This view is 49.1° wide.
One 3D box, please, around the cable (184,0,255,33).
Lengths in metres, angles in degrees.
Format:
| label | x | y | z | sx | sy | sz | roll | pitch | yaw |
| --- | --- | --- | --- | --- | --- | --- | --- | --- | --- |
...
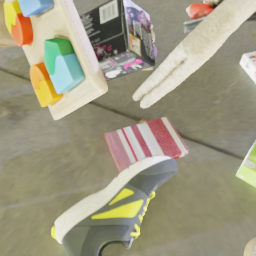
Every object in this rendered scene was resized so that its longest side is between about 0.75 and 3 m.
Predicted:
| label | x | y | z | sx | sy | sz | roll | pitch | yaw |
| --- | --- | --- | --- | --- | --- | --- | --- | --- | --- |
| cable | 1.917 | -2.394 | 5.499 | 1.404 | 0.727 | 2.891 | -26 | 20 | 3 |

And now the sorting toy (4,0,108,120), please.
| label | x | y | z | sx | sy | sz | roll | pitch | yaw |
| --- | --- | --- | --- | --- | --- | --- | --- | --- | --- |
| sorting toy | -1.214 | -1.223 | 3.938 | 0.418 | 2.293 | 2.122 | -25 | 95 | -27 |

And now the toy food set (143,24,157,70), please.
| label | x | y | z | sx | sy | sz | roll | pitch | yaw |
| --- | --- | --- | --- | --- | --- | --- | --- | --- | --- |
| toy food set | 0.204 | -2.703 | 8.881 | 1.397 | 0.346 | 2.198 | -2 | 53 | -1 |

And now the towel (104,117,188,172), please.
| label | x | y | z | sx | sy | sz | roll | pitch | yaw |
| --- | --- | --- | --- | --- | --- | --- | --- | --- | --- |
| towel | 0.418 | 0.385 | 6.686 | 1.697 | 0.193 | 1.223 | -16 | 53 | -14 |

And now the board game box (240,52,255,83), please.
| label | x | y | z | sx | sy | sz | roll | pitch | yaw |
| --- | --- | --- | --- | --- | --- | --- | --- | --- | --- |
| board game box | 4.421 | -1.356 | 7.835 | 1.475 | 0.404 | 2.337 | -13 | 54 | -10 |

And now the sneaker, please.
| label | x | y | z | sx | sy | sz | roll | pitch | yaw |
| --- | --- | --- | --- | --- | --- | --- | --- | --- | --- |
| sneaker | -0.036 | 1.597 | 5.390 | 2.730 | 1.017 | 1.155 | -33 | 66 | -12 |

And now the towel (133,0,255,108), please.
| label | x | y | z | sx | sy | sz | roll | pitch | yaw |
| --- | --- | --- | --- | --- | --- | --- | --- | --- | --- |
| towel | 1.109 | -1.300 | 4.923 | 0.496 | 2.878 | 1.907 | 45 | 77 | -3 |

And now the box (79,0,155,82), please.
| label | x | y | z | sx | sy | sz | roll | pitch | yaw |
| --- | --- | --- | --- | --- | --- | --- | --- | --- | --- |
| box | -0.437 | -1.536 | 5.252 | 1.616 | 0.927 | 1.068 | -11 | 79 | 33 |

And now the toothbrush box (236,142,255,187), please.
| label | x | y | z | sx | sy | sz | roll | pitch | yaw |
| --- | --- | --- | --- | --- | --- | --- | --- | --- | --- |
| toothbrush box | 3.147 | 0.929 | 6.054 | 1.232 | 0.531 | 0.897 | 32 | 60 | 20 |

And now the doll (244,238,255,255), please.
| label | x | y | z | sx | sy | sz | roll | pitch | yaw |
| --- | --- | --- | --- | --- | --- | --- | --- | --- | --- |
| doll | 2.017 | 1.204 | 2.275 | 0.519 | 2.142 | 1.461 | 39 | 57 | -27 |

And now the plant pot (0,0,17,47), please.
| label | x | y | z | sx | sy | sz | roll | pitch | yaw |
| --- | --- | --- | --- | --- | --- | --- | --- | --- | --- |
| plant pot | -2.119 | -2.380 | 5.595 | 0.855 | 1.852 | 1.852 | 35 | 61 | 16 |
